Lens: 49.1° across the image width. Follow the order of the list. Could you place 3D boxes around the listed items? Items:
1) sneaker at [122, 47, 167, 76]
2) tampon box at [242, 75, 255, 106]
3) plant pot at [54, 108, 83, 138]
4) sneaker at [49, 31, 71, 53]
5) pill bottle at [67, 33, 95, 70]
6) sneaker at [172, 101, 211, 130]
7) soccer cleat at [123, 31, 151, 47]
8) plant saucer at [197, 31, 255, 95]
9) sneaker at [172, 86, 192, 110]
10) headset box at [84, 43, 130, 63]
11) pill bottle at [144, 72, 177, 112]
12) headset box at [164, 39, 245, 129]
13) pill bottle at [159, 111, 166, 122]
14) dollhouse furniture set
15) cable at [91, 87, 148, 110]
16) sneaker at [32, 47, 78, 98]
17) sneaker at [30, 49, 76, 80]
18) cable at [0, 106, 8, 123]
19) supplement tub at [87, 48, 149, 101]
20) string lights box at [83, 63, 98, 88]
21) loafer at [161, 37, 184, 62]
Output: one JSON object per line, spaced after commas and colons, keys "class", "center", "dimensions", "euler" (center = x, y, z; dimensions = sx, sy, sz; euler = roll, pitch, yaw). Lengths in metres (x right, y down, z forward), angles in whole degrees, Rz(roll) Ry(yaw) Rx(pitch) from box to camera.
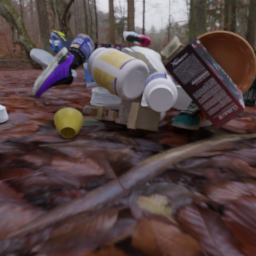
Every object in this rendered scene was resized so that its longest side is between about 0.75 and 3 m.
{"class": "sneaker", "center": [0.779, -2.334, 10.192], "dimensions": [1.196, 1.135, 2.971], "euler": [-9, 35, -21]}
{"class": "tampon box", "center": [5.296, -2.220, 14.754], "dimensions": [2.453, 1.838, 1.549], "euler": [2, 15, 8]}
{"class": "plant pot", "center": [-1.871, -0.057, 8.779], "dimensions": [0.924, 0.924, 0.656], "euler": [-2, 41, -7]}
{"class": "sneaker", "center": [-3.332, -4.020, 13.948], "dimensions": [0.786, 0.874, 2.126], "euler": [9, 34, -43]}
{"class": "pill bottle", "center": [-1.653, -2.525, 9.334], "dimensions": [0.701, 0.701, 1.253], "euler": [6, 51, 23]}
{"class": "sneaker", "center": [2.280, -0.527, 9.758], "dimensions": [0.874, 0.978, 2.449], "euler": [13, 15, 34]}
{"class": "soccer cleat", "center": [0.354, -3.535, 10.990], "dimensions": [1.225, 0.428, 0.529], "euler": [3, 43, -34]}
{"class": "plant saucer", "center": [3.101, -2.064, 9.808], "dimensions": [2.529, 2.529, 0.473], "euler": [5, 23, 19]}
{"class": "sneaker", "center": [3.183, -1.412, 13.520], "dimensions": [2.969, 1.094, 1.716], "euler": [15, 17, 18]}
{"class": "headset box", "center": [-0.526, -3.053, 12.677], "dimensions": [2.598, 1.003, 1.934], "euler": [17, 5, 37]}
{"class": "pill bottle", "center": [0.877, -0.973, 7.691], "dimensions": [0.888, 0.888, 1.599], "euler": [1, 20, 5]}
{"class": "headset box", "center": [2.533, -1.371, 8.799], "dimensions": [1.055, 2.731, 2.032], "euler": [-40, 3, 28]}
{"class": "pill bottle", "center": [0.956, -0.485, 10.522], "dimensions": [0.671, 0.671, 1.225], "euler": [6, 16, 21]}
{"class": "dollhouse furniture set", "center": [-0.293, -0.823, 9.929], "dimensions": [2.760, 1.431, 1.222], "euler": [13, 3, 41]}
{"class": "cable", "center": [-0.485, -1.549, 13.979], "dimensions": [2.747, 0.951, 2.746], "euler": [-7, 16, -25]}
{"class": "sneaker", "center": [-2.028, -1.442, 8.118], "dimensions": [0.831, 1.671, 0.581], "euler": [39, -12, -27]}
{"class": "sneaker", "center": [-2.784, -2.140, 10.158], "dimensions": [0.648, 0.668, 1.829], "euler": [-33, -46, 31]}
{"class": "cable", "center": [-5.583, -0.507, 10.688], "dimensions": [1.788, 0.619, 1.787], "euler": [-10, 18, -33]}
{"class": "supplement tub", "center": [-0.373, -1.835, 9.316], "dimensions": [1.352, 1.352, 1.859], "euler": [-14, 37, -42]}
{"class": "string lights box", "center": [-1.354, -1.966, 10.393], "dimensions": [0.460, 0.895, 0.264], "euler": [-8, 0, 11]}
{"class": "loafer", "center": [1.758, -2.709, 10.262], "dimensions": [0.734, 0.814, 2.151], "euler": [45, 14, 6]}
